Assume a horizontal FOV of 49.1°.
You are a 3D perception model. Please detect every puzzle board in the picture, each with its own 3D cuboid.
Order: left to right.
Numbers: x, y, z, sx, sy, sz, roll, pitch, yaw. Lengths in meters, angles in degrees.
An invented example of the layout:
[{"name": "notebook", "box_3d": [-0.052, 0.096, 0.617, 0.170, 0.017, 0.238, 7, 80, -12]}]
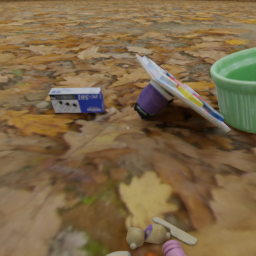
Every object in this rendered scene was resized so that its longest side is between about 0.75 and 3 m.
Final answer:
[{"name": "puzzle board", "box_3d": [1.218, -1.013, 6.882, 2.071, 0.239, 2.749, 32, 17, -18]}]

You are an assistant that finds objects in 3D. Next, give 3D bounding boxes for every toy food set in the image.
[{"name": "toy food set", "box_3d": [0.234, 1.754, 3.703, 1.034, 0.256, 1.627, 21, 35, 32]}]

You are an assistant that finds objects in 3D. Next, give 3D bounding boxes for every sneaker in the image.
[{"name": "sneaker", "box_3d": [0.651, -0.797, 7.666, 0.906, 1.047, 2.392, 45, 14, 5]}]

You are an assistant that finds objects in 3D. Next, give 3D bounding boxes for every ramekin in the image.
[{"name": "ramekin", "box_3d": [3.606, -1.012, 7.031, 2.857, 1.395, 2.857, -12, 26, 6]}]

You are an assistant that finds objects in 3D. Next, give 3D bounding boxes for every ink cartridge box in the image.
[{"name": "ink cartridge box", "box_3d": [-1.382, -0.752, 7.641, 1.383, 0.650, 0.306, 0, 43, 10]}]
